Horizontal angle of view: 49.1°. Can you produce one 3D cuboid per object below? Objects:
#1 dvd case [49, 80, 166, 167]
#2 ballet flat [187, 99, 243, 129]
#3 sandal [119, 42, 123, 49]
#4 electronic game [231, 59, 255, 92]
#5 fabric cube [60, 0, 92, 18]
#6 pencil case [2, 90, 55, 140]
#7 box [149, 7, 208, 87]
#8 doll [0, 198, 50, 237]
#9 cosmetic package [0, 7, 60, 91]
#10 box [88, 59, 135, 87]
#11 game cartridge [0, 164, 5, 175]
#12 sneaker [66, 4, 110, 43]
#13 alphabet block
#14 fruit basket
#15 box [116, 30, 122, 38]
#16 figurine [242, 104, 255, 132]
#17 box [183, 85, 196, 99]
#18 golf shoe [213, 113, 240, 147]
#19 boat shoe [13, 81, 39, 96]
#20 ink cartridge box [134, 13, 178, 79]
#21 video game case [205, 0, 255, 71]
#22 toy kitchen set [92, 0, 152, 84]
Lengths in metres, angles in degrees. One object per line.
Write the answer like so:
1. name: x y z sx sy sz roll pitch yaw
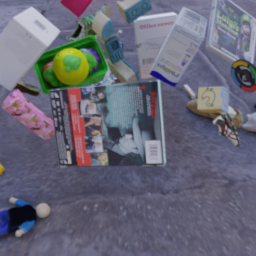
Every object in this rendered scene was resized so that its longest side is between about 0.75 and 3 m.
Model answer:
1. dvd case: -0.507 -0.040 6.491 2.629 1.920 0.289 -3 10 18
2. ballet flat: 3.605 -0.817 11.683 2.515 0.821 0.887 25 59 30
3. sandal: -0.684 -4.821 16.801 0.645 0.588 1.480 11 42 6
4. electronic game: 3.590 -1.592 8.589 0.230 1.103 1.103 -32 48 -14
5. fabric cube: -2.067 -5.216 11.433 0.941 0.924 0.938 37 23 -20
6. pencil case: -2.412 -0.305 6.964 0.623 1.440 0.596 -47 35 0
7. box: 1.725 -2.743 9.550 1.032 1.967 1.809 27 42 -2
8. doll: -3.265 2.552 7.924 2.034 0.493 1.388 -14 38 -16
9. cosmetic package: -3.213 -2.408 8.428 1.146 1.865 1.859 38 23 -22
10. box: -1.132 -2.481 13.959 1.849 0.539 2.701 22 44 24
11. game cartridge: -5.185 1.385 9.561 1.368 0.252 1.552 -31 51 -32
12. sneaker: -1.732 -4.436 12.176 0.986 1.137 2.565 33 87 33
13. alphabet block: 2.653 -0.859 8.720 0.767 0.749 0.753 1 -5 33
14. fruit basket: -2.009 -2.164 9.642 2.619 2.619 1.889 -17 73 -20
15. box: -0.518 -4.508 13.723 0.148 0.764 0.158 19 66 -18
16. figurine: 6.232 -0.415 11.183 2.735 1.206 2.803 18 43 32
17. box: 2.909 -1.710 13.308 0.189 0.203 0.979 -10 41 -12
18. golf shoe: 2.885 0.100 8.139 0.501 1.137 0.439 -24 22 22
19. boat shoe: -3.757 -1.478 10.250 1.029 0.377 0.322 23 43 -34
20. ink cartridge box: 1.208 -3.371 11.515 1.728 2.358 0.976 -7 29 3
21. video game case: 3.689 -3.300 9.804 2.255 2.050 0.263 17 -13 -29
22. toy kitchen set: 0.177 -3.153 10.283 2.081 2.597 1.530 -35 55 -8
